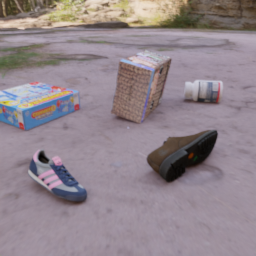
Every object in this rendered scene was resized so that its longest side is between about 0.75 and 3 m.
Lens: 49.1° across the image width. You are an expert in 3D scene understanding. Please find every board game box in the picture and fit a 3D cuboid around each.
[{"bbox_3d":[0.537,-1.625,10.463,1.195,1.967,2.467,20,30,16],"label":"board game box"},{"bbox_3d":[-3.666,-0.950,10.662,2.569,0.733,2.624,15,28,31],"label":"board game box"}]

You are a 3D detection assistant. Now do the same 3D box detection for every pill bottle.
[{"bbox_3d":[3.159,-1.559,11.854,1.492,0.892,0.892,5,25,9],"label":"pill bottle"}]

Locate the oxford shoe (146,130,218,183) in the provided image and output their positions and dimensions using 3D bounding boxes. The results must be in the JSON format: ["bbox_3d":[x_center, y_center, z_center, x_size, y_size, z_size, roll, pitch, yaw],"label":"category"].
[{"bbox_3d":[1.446,0.464,7.232,2.388,0.868,1.008,-19,36,-37],"label":"oxford shoe"}]

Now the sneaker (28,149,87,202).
[{"bbox_3d":[-1.532,1.020,6.124,1.614,0.662,0.566,23,13,22],"label":"sneaker"}]
